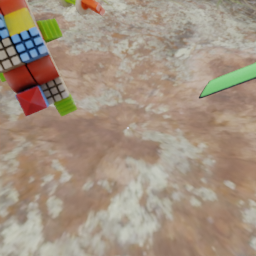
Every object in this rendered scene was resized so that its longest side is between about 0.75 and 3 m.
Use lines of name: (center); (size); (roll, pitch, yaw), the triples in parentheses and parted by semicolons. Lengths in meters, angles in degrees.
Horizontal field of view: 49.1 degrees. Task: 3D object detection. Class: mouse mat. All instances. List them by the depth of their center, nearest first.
mouse mat: (2.320, -1.078, 5.727); (1.607, 0.075, 1.997); (-20, 9, 27)

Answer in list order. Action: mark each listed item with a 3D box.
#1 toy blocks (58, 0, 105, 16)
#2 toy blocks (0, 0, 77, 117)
toy blocks: (-1.053, -3.810, 7.617); (2.076, 1.731, 0.754); (31, 61, 23)
toy blocks: (-1.778, -1.370, 4.603); (1.453, 2.908, 1.988); (-24, 14, -6)
